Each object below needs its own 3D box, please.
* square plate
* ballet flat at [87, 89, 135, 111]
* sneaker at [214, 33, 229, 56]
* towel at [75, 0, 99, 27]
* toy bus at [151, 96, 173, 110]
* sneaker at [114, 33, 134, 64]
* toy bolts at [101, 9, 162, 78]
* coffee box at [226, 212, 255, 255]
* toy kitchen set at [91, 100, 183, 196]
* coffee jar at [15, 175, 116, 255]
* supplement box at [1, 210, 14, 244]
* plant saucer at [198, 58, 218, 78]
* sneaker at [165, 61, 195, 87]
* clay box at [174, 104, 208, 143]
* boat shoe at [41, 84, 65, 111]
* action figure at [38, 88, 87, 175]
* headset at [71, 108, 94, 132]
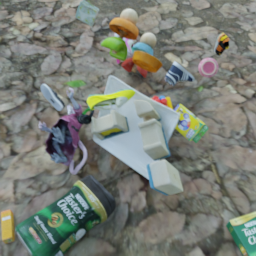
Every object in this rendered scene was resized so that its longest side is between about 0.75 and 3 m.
[{"bbox_3d":[0.152,-0.003,9.050,2.640,2.615,0.375,33,33,22],"label":"square plate"},{"bbox_3d":[-0.430,-0.707,7.510,1.332,0.445,0.447,-9,62,-7],"label":"ballet flat"},{"bbox_3d":[3.485,-2.971,10.328,0.375,1.073,0.483,-33,62,-6],"label":"sneaker"},{"bbox_3d":[-1.734,-4.818,11.801,0.817,0.954,0.230,29,54,-10],"label":"towel"},{"bbox_3d":[0.792,-0.523,9.989,1.735,1.665,1.177,-4,58,-3],"label":"toy bus"},{"bbox_3d":[-0.178,-4.095,14.035,0.978,0.902,2.218,-5,56,-6],"label":"sneaker"},{"bbox_3d":[0.633,-3.467,11.832,2.663,2.788,1.934,25,88,21],"label":"toy bolts"},{"bbox_3d":[3.629,3.250,7.638,1.110,0.397,1.805,-12,49,-11],"label":"coffee box"},{"bbox_3d":[0.185,0.771,8.214,2.047,1.505,2.555,-19,64,17],"label":"toy kitchen set"},{"bbox_3d":[-1.640,2.517,7.819,2.609,1.113,1.361,-35,57,-28],"label":"coffee jar"},{"bbox_3d":[-3.474,2.841,8.084,0.304,0.294,0.885,-16,49,-13],"label":"supplement box"},{"bbox_3d":[3.131,-2.341,10.912,0.755,0.755,0.191,9,11,8],"label":"plant saucer"},{"bbox_3d":[1.748,-1.705,9.596,0.469,1.337,0.725,43,102,38],"label":"sneaker"},{"bbox_3d":[1.745,-0.111,8.283,1.113,0.640,0.265,44,26,23],"label":"clay box"},{"bbox_3d":[-2.986,-1.263,11.268,1.247,0.436,0.413,49,36,-4],"label":"boat shoe"},{"bbox_3d":[-1.944,-0.033,9.818,1.982,1.783,2.662,40,21,-13],"label":"action figure"},{"bbox_3d":[-1.344,-0.275,8.275,0.526,0.400,0.852,2,59,51],"label":"headset"}]
